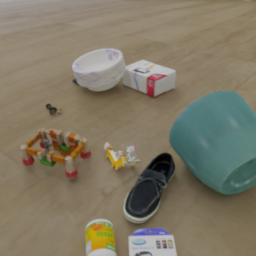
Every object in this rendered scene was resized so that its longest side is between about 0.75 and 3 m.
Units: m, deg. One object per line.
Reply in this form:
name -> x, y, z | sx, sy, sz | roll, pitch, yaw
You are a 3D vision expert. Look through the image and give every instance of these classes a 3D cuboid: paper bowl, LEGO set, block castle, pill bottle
paper bowl -> -1.404, -2.861, 14.230 | 2.622, 1.364, 2.622 | -10, 39, 8
LEGO set -> -0.184, 0.975, 9.562 | 0.682, 0.843, 1.834 | -1, 2, -29
block castle -> -2.407, 0.873, 9.440 | 2.052, 0.963, 1.371 | 12, 39, 18
pill bottle -> -0.648, 2.903, 6.666 | 0.702, 0.702, 1.265 | -5, 35, -7

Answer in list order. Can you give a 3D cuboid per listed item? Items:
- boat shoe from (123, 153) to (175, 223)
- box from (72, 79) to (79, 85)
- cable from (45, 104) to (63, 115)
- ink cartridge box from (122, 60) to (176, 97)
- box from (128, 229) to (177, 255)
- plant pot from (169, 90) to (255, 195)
boat shoe -> 0.678, 1.673, 8.365 | 1.000, 0.835, 2.682 | 20, 40, 24
box -> -2.540, -2.563, 15.161 | 0.803, 0.145, 0.574 | -28, 43, -32
cable -> -3.425, -0.792, 12.608 | 1.109, 0.279, 0.539 | 16, 53, 42
ink cartridge box -> 1.046, -2.592, 14.445 | 2.312, 0.990, 1.706 | 29, 44, 35
box -> 0.589, 3.235, 6.484 | 1.140, 0.397, 1.915 | -1, 32, -1
plant pot -> 2.955, 0.610, 8.424 | 2.744, 2.744, 2.202 | -12, 45, -17
